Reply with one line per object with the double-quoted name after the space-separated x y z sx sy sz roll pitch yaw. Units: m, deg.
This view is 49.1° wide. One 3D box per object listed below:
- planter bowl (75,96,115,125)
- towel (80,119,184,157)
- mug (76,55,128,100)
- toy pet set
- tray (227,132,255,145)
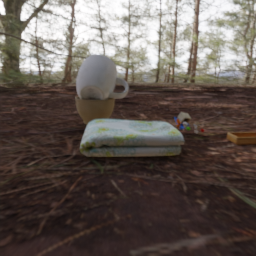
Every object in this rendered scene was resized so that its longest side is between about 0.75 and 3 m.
-1.308 -0.695 11.135 1.561 1.051 1.561 2 14 0 "planter bowl"
0.069 0.211 7.867 2.633 0.634 2.254 -1 11 -3 "towel"
-1.008 -1.712 11.027 2.085 1.540 1.828 12 41 -5 "mug"
1.843 -0.050 9.272 0.977 0.519 0.912 8 39 -29 "toy pet set"
3.730 0.307 8.377 1.325 0.245 0.653 -2 12 -6 "tray"
